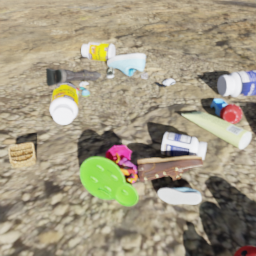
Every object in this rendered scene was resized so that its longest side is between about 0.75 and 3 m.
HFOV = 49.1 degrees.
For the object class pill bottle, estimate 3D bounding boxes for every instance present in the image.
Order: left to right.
[{"bbox_3d":[-2.733,-1.025,12.041,1.137,1.137,2.081,-4,34,-6],"label":"pill bottle"},{"bbox_3d":[-1.896,-4.822,17.767,1.987,1.086,1.086,8,35,13],"label":"pill bottle"},{"bbox_3d":[1.951,0.674,9.811,1.469,0.816,0.816,11,35,15],"label":"pill bottle"},{"bbox_3d":[5.536,-2.132,13.653,2.071,1.198,1.198,-6,34,-8],"label":"pill bottle"}]

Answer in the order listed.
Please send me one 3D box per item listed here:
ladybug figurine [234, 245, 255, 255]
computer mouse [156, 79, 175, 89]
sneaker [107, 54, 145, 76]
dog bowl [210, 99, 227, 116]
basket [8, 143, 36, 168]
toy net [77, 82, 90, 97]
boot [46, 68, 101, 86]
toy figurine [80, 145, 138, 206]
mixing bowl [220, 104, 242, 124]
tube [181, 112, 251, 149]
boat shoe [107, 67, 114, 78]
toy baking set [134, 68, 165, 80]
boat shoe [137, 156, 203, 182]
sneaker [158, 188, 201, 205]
[{"bbox_3d":[2.751,3.156,5.872,0.562,1.060,1.562,23,14,-31],"label":"ladybug figurine"},{"bbox_3d":[2.061,-2.423,14.939,1.113,0.244,0.610,-26,41,-33],"label":"computer mouse"},{"bbox_3d":[-0.211,-3.484,15.917,1.008,1.118,2.728,2,0,-45],"label":"sneaker"},{"bbox_3d":[4.197,-0.938,12.681,0.669,0.297,1.199,-4,34,-6],"label":"dog bowl"},{"bbox_3d":[-3.615,0.952,9.573,0.828,0.617,0.591,-9,35,-15],"label":"basket"},{"bbox_3d":[-2.345,-1.980,14.289,0.720,0.265,1.373,-7,32,-5],"label":"toy net"},{"bbox_3d":[-2.949,-2.690,14.852,2.308,0.918,2.651,-9,15,-37],"label":"boot"},{"bbox_3d":[-0.256,1.278,8.753,1.911,1.434,1.758,32,31,7],"label":"toy figurine"},{"bbox_3d":[4.130,-0.489,11.284,0.867,0.867,0.470,12,22,18],"label":"mixing bowl"},{"bbox_3d":[3.479,-0.079,11.149,0.723,0.808,2.786,-51,45,-3],"label":"tube"},{"bbox_3d":[-1.019,-3.155,15.900,0.396,0.357,1.121,-4,32,4],"label":"boat shoe"},{"bbox_3d":[1.252,-3.134,16.027,1.801,0.210,1.382,2,34,3],"label":"toy baking set"},{"bbox_3d":[1.366,1.338,9.003,2.163,0.761,0.760,-5,72,-4],"label":"boat shoe"},{"bbox_3d":[1.521,1.983,8.301,1.247,0.461,0.511,7,9,14],"label":"sneaker"}]
